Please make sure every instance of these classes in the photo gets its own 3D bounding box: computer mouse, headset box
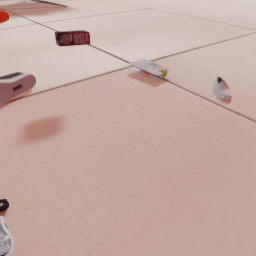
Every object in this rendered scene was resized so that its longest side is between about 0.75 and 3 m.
[{"bbox_3d":[-2.667,2.040,5.337,1.041,0.417,1.899,-15,30,-29],"label":"computer mouse"},{"bbox_3d":[-1.854,-3.085,9.597,1.164,0.450,0.866,-11,25,-17],"label":"headset box"}]

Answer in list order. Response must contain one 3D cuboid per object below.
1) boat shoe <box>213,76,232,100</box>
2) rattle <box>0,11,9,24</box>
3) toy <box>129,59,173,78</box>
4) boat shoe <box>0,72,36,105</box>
[{"bbox_3d":[3.589,-1.544,10.691,0.509,0.453,1.385,-4,34,-6],"label":"boat shoe"},{"bbox_3d":[-2.500,-1.452,4.246,1.176,0.766,0.840,3,46,6],"label":"rattle"},{"bbox_3d":[0.966,-2.543,12.257,0.992,0.407,1.723,-24,39,-36],"label":"toy"},{"bbox_3d":[-4.545,-1.499,10.333,0.759,0.842,2.382,20,31,24],"label":"boat shoe"}]
